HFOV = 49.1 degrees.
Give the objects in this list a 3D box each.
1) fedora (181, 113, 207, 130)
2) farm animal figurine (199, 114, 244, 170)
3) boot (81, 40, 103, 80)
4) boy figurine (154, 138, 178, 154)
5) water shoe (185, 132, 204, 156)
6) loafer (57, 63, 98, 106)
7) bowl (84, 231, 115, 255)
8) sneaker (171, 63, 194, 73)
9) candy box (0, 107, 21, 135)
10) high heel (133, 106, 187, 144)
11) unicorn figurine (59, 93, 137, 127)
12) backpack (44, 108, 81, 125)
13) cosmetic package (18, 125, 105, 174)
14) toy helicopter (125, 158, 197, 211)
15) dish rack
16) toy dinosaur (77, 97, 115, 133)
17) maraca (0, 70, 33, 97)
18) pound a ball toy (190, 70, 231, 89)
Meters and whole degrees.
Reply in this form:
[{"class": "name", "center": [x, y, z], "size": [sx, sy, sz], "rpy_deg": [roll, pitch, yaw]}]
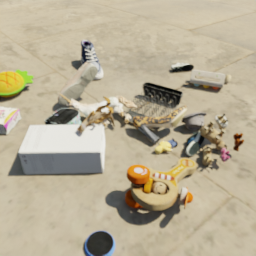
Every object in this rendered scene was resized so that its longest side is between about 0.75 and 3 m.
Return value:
[{"class": "fedora", "center": [2.772, -0.230, 11.576], "size": [1.145, 1.012, 0.517], "rpy_deg": [6, 64, -40]}, {"class": "farm animal figurine", "center": [3.230, 0.537, 10.380], "size": [1.763, 0.919, 1.743], "rpy_deg": [-24, 67, -13]}, {"class": "boot", "center": [-2.167, -3.876, 15.752], "size": [1.053, 1.307, 2.894], "rpy_deg": [-14, 40, -17]}, {"class": "boy figurine", "center": [1.438, 0.730, 10.658], "size": [0.973, 0.313, 0.605], "rpy_deg": [-24, 45, -26]}, {"class": "water shoe", "center": [2.472, 0.636, 10.776], "size": [0.531, 0.481, 1.346], "rpy_deg": [-3, 29, 45]}, {"class": "loafer", "center": [-2.389, -2.031, 12.895], "size": [2.354, 0.846, 0.740], "rpy_deg": [-47, 50, -2]}, {"class": "bowl", "center": [-0.772, 3.184, 7.622], "size": [0.835, 0.164, 0.835], "rpy_deg": [0, 38, 0]}, {"class": "sneaker", "center": [3.077, -3.496, 15.941], "size": [1.309, 0.485, 0.579], "rpy_deg": [-5, 40, -7]}, {"class": "candy box", "center": [-5.696, -0.370, 11.864], "size": [1.818, 0.555, 1.240], "rpy_deg": [7, 38, 8]}, {"class": "high heel", "center": [1.245, -0.512, 11.238], "size": [2.085, 0.744, 1.486], "rpy_deg": [-42, 63, -9]}, {"class": "unicorn figurine", "center": [-1.217, -0.705, 11.821], "size": [2.844, 1.050, 1.954], "rpy_deg": [-15, 48, -32]}, {"class": "backpack", "center": [-2.557, -0.227, 11.311], "size": [1.169, 0.992, 1.317], "rpy_deg": [11, 40, 19]}, {"class": "cosmetic package", "center": [-2.228, 0.743, 9.996], "size": [2.778, 1.127, 1.567], "rpy_deg": [2, 38, 0]}, {"class": "toy helicopter", "center": [1.400, 1.694, 8.846], "size": [1.965, 1.172, 2.972], "rpy_deg": [23, 31, 35]}, {"class": "dish rack", "center": [1.081, -0.999, 12.563], "size": [2.026, 0.720, 2.641], "rpy_deg": [19, 42, 24]}, {"class": "toy dinosaur", "center": [-1.018, -0.481, 10.551], "size": [0.764, 1.343, 2.529], "rpy_deg": [53, 32, 11]}, {"class": "maraca", "center": [-5.731, -2.249, 13.814], "size": [1.460, 1.139, 2.129], "rpy_deg": [41, 52, 16]}, {"class": "pound a ball toy", "center": [4.274, -2.474, 14.546], "size": [1.959, 0.832, 1.277], "rpy_deg": [13, 14, 16]}]
